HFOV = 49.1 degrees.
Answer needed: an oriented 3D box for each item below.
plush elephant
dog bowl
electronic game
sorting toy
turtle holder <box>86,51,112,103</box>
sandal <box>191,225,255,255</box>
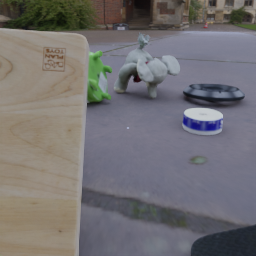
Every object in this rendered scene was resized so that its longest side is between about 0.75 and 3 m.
[{"bbox_3d":[0.720,-1.912,9.806,1.860,2.259,1.749,-12,47,-23],"label":"plush elephant"},{"bbox_3d":[1.965,-0.185,7.397,1.011,0.398,1.011,0,23,0],"label":"dog bowl"},{"bbox_3d":[2.970,-1.215,9.781,2.056,0.428,2.056,1,18,0],"label":"electronic game"},{"bbox_3d":[-1.929,0.256,3.562,2.787,2.770,0.970,3,1,-1],"label":"sorting toy"},{"bbox_3d":[-1.520,-1.610,9.006,1.489,1.594,2.097,-4,1,19],"label":"turtle holder"},{"bbox_3d":[1.843,1.524,3.361,2.133,0.510,0.802,-10,22,9],"label":"sandal"}]
